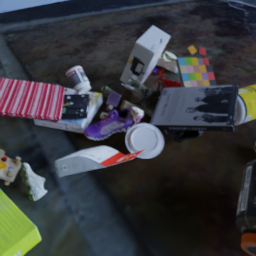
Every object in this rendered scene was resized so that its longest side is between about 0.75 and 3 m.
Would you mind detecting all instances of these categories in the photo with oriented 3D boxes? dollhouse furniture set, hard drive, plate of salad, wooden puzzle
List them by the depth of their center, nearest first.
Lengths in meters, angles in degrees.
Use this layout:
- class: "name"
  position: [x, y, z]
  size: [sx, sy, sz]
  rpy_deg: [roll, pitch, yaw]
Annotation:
- class: "plate of salad"
  position: [0.514, 0.424, 8.877]
  size: [1.227, 0.295, 1.227]
  rpy_deg: [1, 63, -3]
- class: "hard drive"
  position: [-2.268, -0.748, 10.008]
  size: [1.708, 0.323, 1.193]
  rpy_deg: [-1, 40, -1]
- class: "wooden puzzle"
  position: [2.631, -1.952, 10.696]
  size: [1.557, 0.184, 2.625]
  rpy_deg: [-8, 81, -26]
- class: "dollhouse furniture set"
  position: [-0.293, -0.619, 10.805]
  size: [1.349, 1.069, 0.957]
  rpy_deg: [21, -4, -8]

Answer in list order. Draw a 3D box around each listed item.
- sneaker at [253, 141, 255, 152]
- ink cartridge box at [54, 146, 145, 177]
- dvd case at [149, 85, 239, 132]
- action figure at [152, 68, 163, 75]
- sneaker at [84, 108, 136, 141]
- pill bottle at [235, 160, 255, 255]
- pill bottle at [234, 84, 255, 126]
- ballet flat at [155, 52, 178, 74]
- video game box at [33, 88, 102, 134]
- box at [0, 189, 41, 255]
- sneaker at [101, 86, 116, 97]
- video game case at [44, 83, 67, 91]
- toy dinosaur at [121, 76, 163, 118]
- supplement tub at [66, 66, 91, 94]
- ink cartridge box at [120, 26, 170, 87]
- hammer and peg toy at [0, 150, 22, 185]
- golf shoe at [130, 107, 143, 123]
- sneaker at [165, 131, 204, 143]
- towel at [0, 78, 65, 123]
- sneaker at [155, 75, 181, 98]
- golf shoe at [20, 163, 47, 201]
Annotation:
- class: "sneaker"
  position: [4.427, 0.751, 8.709]
  size: [0.468, 0.508, 1.269]
  rpy_deg: [-33, 43, -4]
- class: "ink cartridge box"
  position: [-0.673, 0.722, 7.388]
  size: [1.985, 0.469, 1.589]
  rpy_deg: [-15, 0, 16]
- class: "dvd case"
  position: [2.187, -0.676, 9.273]
  size: [2.615, 0.323, 1.965]
  rpy_deg: [1, 46, 27]
- class: "action figure"
  position: [1.034, -2.867, 13.422]
  size: [1.323, 0.342, 0.433]
  rpy_deg: [20, 45, 27]
- class: "sneaker"
  position: [-0.630, -0.192, 9.667]
  size: [1.890, 0.835, 0.760]
  rpy_deg: [-17, 41, -15]
- class: "pill bottle"
  position: [3.231, 1.919, 6.687]
  size: [1.139, 1.139, 2.144]
  rpy_deg: [14, 54, 17]
- class: "pill bottle"
  position: [4.546, -0.934, 10.282]
  size: [2.185, 1.224, 1.224]
  rpy_deg: [-17, 42, -20]
- class: "ballet flat"
  position: [1.688, -3.405, 13.696]
  size: [2.448, 0.878, 0.878]
  rpy_deg: [30, 48, 33]
- class: "video game box"
  position: [-2.203, -0.733, 10.629]
  size: [1.915, 0.492, 2.102]
  rpy_deg: [8, 40, 14]
- class: "box"
  position: [-3.650, 2.784, 6.107]
  size: [1.770, 0.692, 2.904]
  rpy_deg: [29, 47, 31]
- class: "sneaker"
  position: [-0.824, -1.424, 11.186]
  size: [0.503, 0.376, 1.121]
  rpy_deg: [34, 4, -17]
- class: "video game case"
  position: [-2.791, -1.573, 10.796]
  size: [0.793, 0.567, 0.075]
  rpy_deg: [13, 81, 43]
- class: "toy dinosaur"
  position: [1.031, -0.865, 10.535]
  size: [1.371, 1.032, 2.681]
  rpy_deg: [-36, 80, -19]
- class: "supplement tub"
  position: [-1.874, -1.790, 10.593]
  size: [0.648, 0.648, 0.923]
  rpy_deg: [-27, 89, -29]
- class: "ink cartridge box"
  position: [0.684, -2.896, 11.707]
  size: [0.905, 2.185, 1.592]
  rpy_deg: [34, 52, 4]
- class: "hammer and peg toy"
  position: [-3.494, 0.980, 7.848]
  size: [1.009, 0.484, 1.372]
  rpy_deg: [22, 17, -13]
- class: "golf shoe"
  position: [0.246, -0.454, 9.288]
  size: [0.479, 0.394, 1.046]
  rpy_deg: [36, 11, -5]
- class: "sneaker"
  position: [2.393, -0.050, 9.400]
  size: [2.164, 0.819, 0.947]
  rpy_deg: [-23, 32, -5]
- class: "towel"
  position: [-3.573, -0.970, 9.463]
  size: [2.668, 0.300, 1.930]
  rpy_deg: [6, 42, -12]
- class: "sneaker"
  position: [1.631, -1.744, 11.107]
  size: [1.455, 0.840, 0.570]
  rpy_deg: [-17, 17, 41]
- class: "golf shoe"
  position: [-2.562, 1.402, 7.607]
  size: [0.431, 1.101, 0.535]
  rpy_deg: [4, 23, 46]
